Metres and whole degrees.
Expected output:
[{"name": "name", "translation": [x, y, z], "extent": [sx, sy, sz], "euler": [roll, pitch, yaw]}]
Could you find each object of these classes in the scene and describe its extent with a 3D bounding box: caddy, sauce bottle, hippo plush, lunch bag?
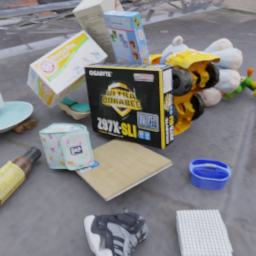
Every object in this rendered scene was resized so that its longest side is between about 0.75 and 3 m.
[{"name": "caddy", "translation": [2.099, 1.161, 7.263], "extent": [1.051, 0.552, 0.743], "euler": [5, 34, 7]}, {"name": "sauce bottle", "translation": [-2.953, 1.203, 7.162], "extent": [0.644, 0.644, 1.990], "euler": [12, 34, 16]}, {"name": "hippo plush", "translation": [2.441, -2.446, 10.061], "extent": [2.395, 2.373, 2.979], "euler": [17, 27, -41]}, {"name": "lunch bag", "translation": [-1.552, 0.487, 7.381], "extent": [1.308, 1.114, 0.797], "euler": [1, 22, 27]}]

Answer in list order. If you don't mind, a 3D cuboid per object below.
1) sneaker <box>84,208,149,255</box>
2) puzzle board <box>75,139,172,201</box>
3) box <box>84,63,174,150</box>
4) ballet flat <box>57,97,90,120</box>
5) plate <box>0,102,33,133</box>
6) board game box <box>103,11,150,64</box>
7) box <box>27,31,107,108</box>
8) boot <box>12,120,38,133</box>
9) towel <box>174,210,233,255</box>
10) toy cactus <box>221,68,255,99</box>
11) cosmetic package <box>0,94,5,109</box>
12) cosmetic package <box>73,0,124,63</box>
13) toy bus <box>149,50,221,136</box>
[{"name": "sneaker", "translation": [-0.034, 2.335, 5.354], "extent": [1.174, 0.779, 2.063], "euler": [-17, 35, -19]}, {"name": "puzzle board", "translation": [-0.319, 0.950, 7.302], "extent": [1.843, 0.213, 2.446], "euler": [-25, 24, -24]}, {"name": "box", "translation": [-0.007, -0.711, 7.973], "extent": [2.689, 2.147, 0.664], "euler": [13, 29, 37]}, {"name": "ballet flat", "translation": [-1.849, -0.631, 9.739], "extent": [0.642, 0.642, 1.849], "euler": [-26, 37, -33]}, {"name": "plate", "translation": [-4.387, -0.252, 9.247], "extent": [2.506, 0.320, 2.506], "euler": [-5, 27, 3]}, {"name": "board game box", "translation": [0.001, -2.370, 8.041], "extent": [0.331, 1.810, 1.369], "euler": [-33, 38, -23]}, {"name": "box", "translation": [-2.016, -1.922, 9.255], "extent": [1.172, 1.301, 2.313], "euler": [47, 62, -3]}, {"name": "boot", "translation": [-3.482, -0.106, 9.361], "extent": [0.597, 0.295, 0.769], "euler": [20, 47, 33]}, {"name": "towel", "translation": [1.511, 2.273, 5.732], "extent": [0.993, 0.513, 1.200], "euler": [1, 33, -1]}, {"name": "toy cactus", "translation": [4.372, -1.789, 11.071], "extent": [2.323, 1.188, 1.916], "euler": [-1, 17, 31]}, {"name": "cosmetic package", "translation": [-5.432, -1.169, 9.759], "extent": [2.190, 1.113, 0.811], "euler": [6, 30, 30]}, {"name": "cosmetic package", "translation": [-0.646, -3.370, 9.751], "extent": [1.232, 2.384, 1.040], "euler": [3, 53, 34]}, {"name": "toy bus", "translation": [1.190, -1.433, 8.740], "extent": [1.806, 2.661, 2.555], "euler": [-16, 48, -38]}]
